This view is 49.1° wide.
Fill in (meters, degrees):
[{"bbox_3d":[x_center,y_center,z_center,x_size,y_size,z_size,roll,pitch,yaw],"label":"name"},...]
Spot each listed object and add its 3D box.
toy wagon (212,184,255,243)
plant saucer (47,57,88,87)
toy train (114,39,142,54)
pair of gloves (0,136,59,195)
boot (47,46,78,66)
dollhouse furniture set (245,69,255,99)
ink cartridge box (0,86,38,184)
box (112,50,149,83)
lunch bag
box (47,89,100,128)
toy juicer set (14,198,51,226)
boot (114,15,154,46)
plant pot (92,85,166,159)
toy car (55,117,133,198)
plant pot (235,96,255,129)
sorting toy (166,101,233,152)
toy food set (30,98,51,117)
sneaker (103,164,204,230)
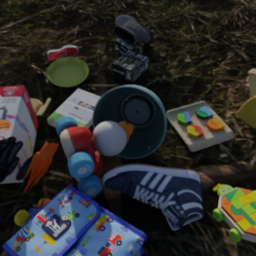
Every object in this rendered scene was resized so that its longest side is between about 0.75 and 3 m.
[{"bbox_3d":[3.118,2.220,7.771,1.536,0.392,1.980,-17,41,-19],"label":"toy wagon"},{"bbox_3d":[-2.595,-2.359,12.126,1.777,0.276,1.777,1,55,-2],"label":"plant saucer"},{"bbox_3d":[0.007,-3.857,13.412,0.835,0.624,1.465,-23,51,-33],"label":"toy train"},{"bbox_3d":[-3.017,1.084,7.615,0.274,2.214,1.973,37,102,28],"label":"pair of gloves"},{"bbox_3d":[-2.976,-3.233,12.891,1.444,0.523,1.042,-15,50,-3],"label":"boot"},{"bbox_3d":[5.942,-2.063,10.775,2.585,1.262,2.204,-33,37,-17],"label":"dollhouse furniture set"},{"bbox_3d":[-4.132,0.228,8.818,1.877,1.868,2.583,-4,48,-4],"label":"ink cartridge box"},{"bbox_3d":[0.113,-2.757,12.383,1.110,0.584,1.355,26,53,21],"label":"box"},{"bbox_3d":[-1.338,2.826,6.774,2.850,1.341,2.146,30,54,23],"label":"lunch bag"},{"bbox_3d":[-1.862,-0.603,10.606,1.436,0.362,1.990,22,50,19],"label":"box"},{"bbox_3d":[-2.044,2.762,7.470,1.201,0.514,1.887,-32,76,-32],"label":"toy juicer set"},{"bbox_3d":[-0.110,-4.894,13.770,2.593,0.905,1.707,36,37,30],"label":"boot"},{"bbox_3d":[0.188,-0.376,9.324,2.360,2.360,1.581,12,22,11],"label":"plant pot"},{"bbox_3d":[-0.779,0.574,8.383,2.177,1.926,2.007,-21,44,-10],"label":"toy car"},{"bbox_3d":[4.668,-0.678,10.124,0.897,0.924,0.903,-22,54,-37],"label":"plant pot"},{"bbox_3d":[2.577,-0.161,10.193,1.799,0.354,1.943,-16,50,-14],"label":"sorting toy"},{"bbox_3d":[-3.869,-0.685,10.740,1.756,0.353,1.213,1,41,13],"label":"toy food set"},{"bbox_3d":[0.724,1.922,7.738,2.864,1.004,1.554,4,49,-7],"label":"sneaker"}]
